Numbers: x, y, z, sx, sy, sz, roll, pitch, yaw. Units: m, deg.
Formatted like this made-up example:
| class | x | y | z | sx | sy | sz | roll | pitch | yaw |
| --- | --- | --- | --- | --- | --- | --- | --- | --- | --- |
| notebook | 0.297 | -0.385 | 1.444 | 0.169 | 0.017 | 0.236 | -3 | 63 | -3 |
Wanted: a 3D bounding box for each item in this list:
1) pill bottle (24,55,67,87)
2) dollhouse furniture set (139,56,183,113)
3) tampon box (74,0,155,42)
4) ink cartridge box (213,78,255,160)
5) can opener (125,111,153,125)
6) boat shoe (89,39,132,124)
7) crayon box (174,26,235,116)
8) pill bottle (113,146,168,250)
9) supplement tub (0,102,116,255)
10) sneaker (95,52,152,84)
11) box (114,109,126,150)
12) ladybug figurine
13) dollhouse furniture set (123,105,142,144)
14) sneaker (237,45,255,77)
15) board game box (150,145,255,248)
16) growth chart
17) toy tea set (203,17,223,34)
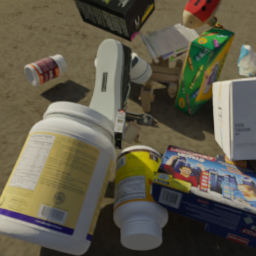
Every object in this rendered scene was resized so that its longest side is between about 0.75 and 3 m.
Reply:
| class | x | y | z | sx | sy | sz | roll | pitch | yaw |
| --- | --- | --- | --- | --- | --- | --- | --- | --- | --- |
| pill bottle | -3.075 | -2.194 | 10.571 | 0.815 | 0.815 | 1.427 | 30 | 48 | 29 |
| dollhouse furniture set | 1.236 | -1.571 | 10.091 | 1.215 | 1.038 | 2.345 | 9 | 47 | 13 |
| tampon box | -0.477 | -4.499 | 9.944 | 2.310 | 1.459 | 1.731 | 30 | 77 | 19 |
| ink cartridge box | 3.233 | -0.353 | 7.026 | 1.820 | 1.788 | 2.473 | -4 | 8 | 9 |
| can opener | 0.290 | -0.363 | 9.353 | 1.102 | 0.294 | 0.369 | 13 | 11 | 15 |
| boat shoe | -0.360 | -0.846 | 7.398 | 0.988 | 2.795 | 0.890 | 14 | 7 | 39 |
| crayon box | 2.403 | -1.785 | 9.051 | 0.733 | 2.518 | 1.495 | 33 | 52 | 24 |
| pill bottle | 0.275 | 1.547 | 6.394 | 1.181 | 1.181 | 2.163 | 0 | 45 | 0 |
| supplement tub | -1.383 | 1.025 | 5.889 | 1.960 | 1.960 | 2.696 | 11 | 65 | 12 |
| sneaker | -0.373 | -2.428 | 10.041 | 2.975 | 1.053 | 1.086 | 23 | 74 | 47 |
| box | -0.163 | 0.050 | 5.497 | 0.151 | 0.872 | 0.480 | 8 | 66 | 2 |
| ladybug figurine | 2.242 | -3.756 | 8.577 | 0.999 | 1.471 | 0.529 | 43 | 12 | 32 |
| dollhouse furniture set | 0.089 | -0.116 | 7.849 | 0.639 | 0.546 | 1.233 | 25 | 25 | -25 |
| sneaker | 3.021 | -1.636 | 6.869 | 0.556 | 0.527 | 1.377 | 15 | 1 | 27 |
| board game box | 1.947 | 1.261 | 6.321 | 2.506 | 0.773 | 2.504 | 16 | 23 | 14 |
| growth chart | 1.629 | -3.004 | 9.926 | 2.202 | 0.195 | 1.593 | -17 | 72 | -14 |
| toy tea set | 2.907 | -3.003 | 9.114 | 1.378 | 0.820 | 0.510 | 25 | 12 | -44 |
